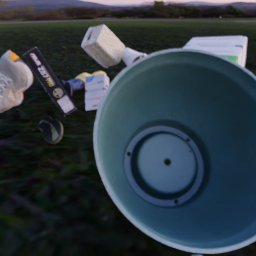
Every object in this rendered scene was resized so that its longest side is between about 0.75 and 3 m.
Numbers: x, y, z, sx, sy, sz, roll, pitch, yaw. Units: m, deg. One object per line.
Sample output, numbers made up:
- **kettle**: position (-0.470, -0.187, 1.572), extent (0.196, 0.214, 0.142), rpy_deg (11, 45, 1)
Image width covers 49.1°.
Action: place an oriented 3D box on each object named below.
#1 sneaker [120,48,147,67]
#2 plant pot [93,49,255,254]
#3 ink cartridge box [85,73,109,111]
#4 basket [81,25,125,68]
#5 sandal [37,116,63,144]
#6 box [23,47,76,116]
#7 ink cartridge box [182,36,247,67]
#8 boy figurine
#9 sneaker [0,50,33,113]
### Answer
- **sneaker**: position (0.564, -1.737, 8.190), extent (2.023, 0.760, 0.820), rpy_deg (24, 16, -50)
- **plant pot**: position (0.832, 0.439, 4.612), extent (2.822, 2.822, 1.891), rpy_deg (-5, -18, -9)
- **ink cartridge box**: position (-1.046, -1.141, 9.472), extent (0.725, 1.250, 0.424), rpy_deg (-8, -19, 17)
- **basket**: position (-0.667, -2.292, 7.890), extent (0.644, 1.044, 0.707), rpy_deg (-2, 62, 42)
- **sandal**: position (-2.062, 0.059, 7.652), extent (0.585, 0.420, 1.474), rpy_deg (-43, 33, -8)
- **box**: position (-2.168, -1.259, 7.702), extent (0.450, 1.832, 1.476), rpy_deg (-35, 19, -11)
- **ink cartridge box**: position (2.369, -1.843, 8.071), extent (1.700, 0.979, 2.330), rpy_deg (8, 35, 27)
- **boy figurine**: position (-1.785, -1.861, 11.495), extent (1.315, 0.682, 2.116), rpy_deg (16, 28, 39)
- **sneaker**: position (-2.787, -0.855, 6.279), extent (0.758, 2.003, 0.921), rpy_deg (40, 53, -3)
